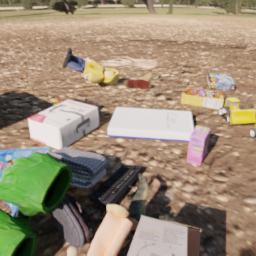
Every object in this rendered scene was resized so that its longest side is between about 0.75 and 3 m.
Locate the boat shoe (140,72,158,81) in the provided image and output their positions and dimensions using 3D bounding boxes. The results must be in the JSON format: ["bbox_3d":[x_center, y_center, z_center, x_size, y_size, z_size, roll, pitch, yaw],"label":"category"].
[{"bbox_3d":[1.075,-2.676,14.488,1.118,0.361,0.398,-16,32,-28],"label":"boat shoe"}]

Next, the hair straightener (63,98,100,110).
[{"bbox_3d":[-1.901,-0.953,11.340,1.691,0.346,0.651,6,27,21],"label":"hair straightener"}]

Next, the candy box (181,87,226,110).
[{"bbox_3d":[3.133,-1.242,11.647,1.674,0.473,0.976,13,29,19],"label":"candy box"}]

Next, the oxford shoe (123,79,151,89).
[{"bbox_3d":[0.453,-2.132,13.352,1.316,0.464,0.492,8,16,0],"label":"oxford shoe"}]

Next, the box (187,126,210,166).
[{"bbox_3d":[1.991,0.493,7.921,0.409,0.846,0.744,13,30,24],"label":"box"}]

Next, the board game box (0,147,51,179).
[{"bbox_3d":[-2.977,1.042,7.357,1.722,0.388,1.310,-3,28,-5],"label":"board game box"}]

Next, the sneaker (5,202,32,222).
[{"bbox_3d":[-2.406,1.721,6.134,0.497,0.438,1.115,-26,37,6],"label":"sneaker"}]

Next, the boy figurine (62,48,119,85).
[{"bbox_3d":[-1.694,-2.688,13.097,2.674,0.861,1.662,21,37,-15],"label":"boy figurine"}]

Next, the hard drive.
[{"bbox_3d":[0.816,-0.158,9.683,2.753,0.349,1.816,4,28,7],"label":"hard drive"}]

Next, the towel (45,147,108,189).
[{"bbox_3d":[-1.308,0.907,6.930,1.422,0.609,1.177,16,12,10],"label":"towel"}]

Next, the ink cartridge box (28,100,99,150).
[{"bbox_3d":[-2.070,-0.174,9.242,1.389,0.809,1.908,16,30,28],"label":"ink cartridge box"}]

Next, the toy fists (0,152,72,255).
[{"bbox_3d":[-2.023,1.532,5.089,1.221,0.823,2.395,15,65,23],"label":"toy fists"}]

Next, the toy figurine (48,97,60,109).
[{"bbox_3d":[-2.877,-0.783,10.749,0.610,0.537,1.018,-20,32,-24],"label":"toy figurine"}]

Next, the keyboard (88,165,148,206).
[{"bbox_3d":[-0.085,1.359,6.786,1.097,0.178,1.726,7,25,26],"label":"keyboard"}]

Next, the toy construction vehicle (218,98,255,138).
[{"bbox_3d":[4.806,-0.416,9.488,2.455,0.993,2.819,-4,28,-7],"label":"toy construction vehicle"}]

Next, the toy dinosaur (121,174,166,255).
[{"bbox_3d":[0.245,1.866,5.415,1.055,0.568,2.393,25,42,11],"label":"toy dinosaur"}]

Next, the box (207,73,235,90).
[{"bbox_3d":[4.534,-2.297,13.794,1.131,0.329,1.652,5,28,8],"label":"box"}]

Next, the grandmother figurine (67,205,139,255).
[{"bbox_3d":[-0.529,2.212,4.274,0.619,1.240,2.045,-15,38,48],"label":"grandmother figurine"}]

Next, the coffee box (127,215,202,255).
[{"bbox_3d":[0.277,2.504,3.522,0.958,1.357,2.400,9,30,14],"label":"coffee box"}]

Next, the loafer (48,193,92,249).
[{"bbox_3d":[-1.295,1.636,5.870,0.679,0.775,2.155,-11,24,-39],"label":"loafer"}]
